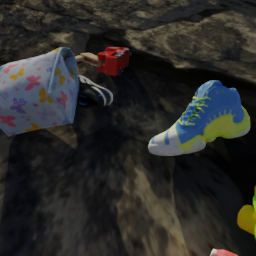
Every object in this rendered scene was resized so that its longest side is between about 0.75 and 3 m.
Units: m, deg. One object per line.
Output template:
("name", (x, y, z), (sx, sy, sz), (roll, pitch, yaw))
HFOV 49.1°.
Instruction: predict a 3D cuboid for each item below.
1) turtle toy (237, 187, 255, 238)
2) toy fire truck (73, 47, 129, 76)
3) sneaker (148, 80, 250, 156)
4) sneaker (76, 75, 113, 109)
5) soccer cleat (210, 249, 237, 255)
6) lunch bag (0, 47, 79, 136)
("turtle toy", (2.884, 1.443, 4.711), (1.835, 1.273, 2.518), (19, 35, 37))
("toy fire truck", (-1.019, -2.209, 9.149), (1.761, 0.609, 2.497), (9, 27, 9))
("sneaker", (1.638, -0.295, 6.736), (2.866, 1.505, 1.085), (-14, 4, -27))
("sneaker", (-1.389, -1.051, 8.106), (1.737, 0.635, 0.972), (21, 26, 19))
("soccer cleat", (1.304, 2.890, 3.962), (0.909, 0.793, 2.377), (23, 45, 15))
("lunch bag", (-2.369, -1.082, 7.420), (1.916, 1.437, 2.260), (-12, 51, 11))
